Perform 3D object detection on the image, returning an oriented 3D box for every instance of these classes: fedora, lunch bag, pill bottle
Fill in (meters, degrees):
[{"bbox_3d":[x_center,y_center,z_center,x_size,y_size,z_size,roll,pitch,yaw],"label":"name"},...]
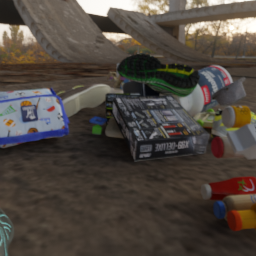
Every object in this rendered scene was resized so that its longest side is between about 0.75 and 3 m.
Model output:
[{"bbox_3d":[2.936,-0.937,7.963,1.064,0.481,0.941,-26,-13,7],"label":"fedora"},{"bbox_3d":[-2.849,-0.293,8.008,1.925,1.402,2.264,-9,29,-21],"label":"lunch bag"},{"bbox_3d":[2.587,-1.329,10.805,2.650,1.584,1.584,-24,26,-28],"label":"pill bottle"}]

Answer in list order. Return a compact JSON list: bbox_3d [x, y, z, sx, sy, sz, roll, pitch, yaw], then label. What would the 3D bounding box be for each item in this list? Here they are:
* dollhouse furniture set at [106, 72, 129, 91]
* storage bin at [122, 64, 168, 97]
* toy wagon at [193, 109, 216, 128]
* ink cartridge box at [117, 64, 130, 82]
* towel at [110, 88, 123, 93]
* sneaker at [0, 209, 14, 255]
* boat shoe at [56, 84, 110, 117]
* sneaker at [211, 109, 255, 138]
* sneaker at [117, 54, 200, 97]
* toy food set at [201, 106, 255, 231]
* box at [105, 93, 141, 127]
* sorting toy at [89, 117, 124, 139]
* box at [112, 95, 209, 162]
[{"bbox_3d":[-0.289,-1.870,13.607,1.318,0.911,1.396,1,48,-32],"label":"dollhouse furniture set"},{"bbox_3d":[1.132,-1.638,11.984,2.756,2.005,1.851,-12,10,-36],"label":"storage bin"},{"bbox_3d":[3.064,-0.266,9.497,1.638,0.324,1.271,8,26,32],"label":"toy wagon"},{"bbox_3d":[0.219,-3.002,16.617,0.952,1.675,2.299,7,17,22],"label":"ink cartridge box"},{"bbox_3d":[-0.991,-1.787,14.657,2.648,0.457,1.755,15,23,41],"label":"towel"},{"bbox_3d":[-1.881,1.238,3.383,0.994,1.045,2.636,-12,19,-31],"label":"sneaker"},{"bbox_3d":[-1.908,-1.258,11.377,0.842,1.016,2.828,31,41,28],"label":"boat shoe"},{"bbox_3d":[3.575,-0.147,8.200,2.348,0.897,0.885,-4,11,-18],"label":"sneaker"},{"bbox_3d":[0.914,-1.606,9.433,2.743,1.168,1.070,18,62,7],"label":"sneaker"},{"bbox_3d":[1.781,0.680,4.696,1.107,1.174,2.460,-2,48,-7],"label":"toy food set"},{"bbox_3d":[-0.165,-0.581,9.371,1.170,1.130,0.278,2,18,8],"label":"box"},{"bbox_3d":[-0.016,0.090,8.438,2.358,0.321,1.328,7,21,0],"label":"sorting toy"},{"bbox_3d":[0.756,-0.127,7.716,1.921,0.606,2.436,-5,32,-16],"label":"box"}]
